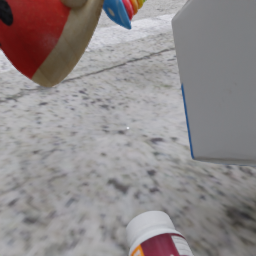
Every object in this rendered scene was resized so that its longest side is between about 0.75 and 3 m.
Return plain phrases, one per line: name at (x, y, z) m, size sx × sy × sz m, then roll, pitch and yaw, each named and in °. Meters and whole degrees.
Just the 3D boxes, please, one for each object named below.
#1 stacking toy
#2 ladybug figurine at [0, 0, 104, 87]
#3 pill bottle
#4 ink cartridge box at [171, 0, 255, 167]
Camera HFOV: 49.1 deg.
stacking toy at (0.180, -3.028, 6.202) m, size 1.533 × 0.889 × 0.841 m, roll -42°, pitch 54°, yaw -6°
ladybug figurine at (-1.007, -1.404, 3.301) m, size 0.931 × 1.756 × 2.587 m, roll 14°, pitch 3°, yaw -25°
pill bottle at (0.499, 1.903, 3.683) m, size 0.852 × 0.852 × 1.493 m, roll -9°, pitch 35°, yaw -13°
ink cartridge box at (2.106, -0.719, 3.009) m, size 2.563 × 1.887 × 1.854 m, roll -7°, pitch -3°, yaw -16°
